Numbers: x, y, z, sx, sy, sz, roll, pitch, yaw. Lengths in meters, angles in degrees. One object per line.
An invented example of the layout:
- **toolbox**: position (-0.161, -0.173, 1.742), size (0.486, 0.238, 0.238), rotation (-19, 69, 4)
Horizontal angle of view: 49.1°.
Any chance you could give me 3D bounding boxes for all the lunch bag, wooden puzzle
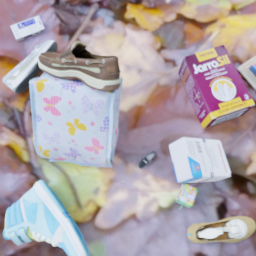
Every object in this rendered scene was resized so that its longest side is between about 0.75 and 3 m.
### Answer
- **lunch bag**: position (-1.535, -0.186, 8.620), size (2.450, 1.837, 2.889), rotation (7, 116, 4)
- **wooden puzzle**: position (5.463, -1.952, 9.978), size (2.318, 0.537, 2.147), rotation (-32, 75, -9)

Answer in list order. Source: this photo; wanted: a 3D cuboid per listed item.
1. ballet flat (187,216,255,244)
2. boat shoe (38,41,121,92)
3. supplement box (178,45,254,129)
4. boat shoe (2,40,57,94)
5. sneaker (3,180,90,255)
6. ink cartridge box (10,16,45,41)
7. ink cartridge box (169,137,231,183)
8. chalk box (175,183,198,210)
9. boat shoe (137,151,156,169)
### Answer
- **ballet flat**: position (2.868, 3.108, 8.354), size (2.157, 0.680, 0.740), rotation (-10, 73, -3)
- **boat shoe**: position (-1.329, -1.833, 7.534), size (2.717, 1.005, 1.004), rotation (19, 32, 24)
- **supplement box**: position (2.883, -1.358, 9.447), size (1.525, 1.202, 2.329), rotation (-19, 74, -6)
- **boat shoe**: position (-3.432, -2.282, 9.936), size (0.748, 0.859, 2.331), rotation (37, 83, 6)
- **sneaker**: position (-2.475, 3.103, 8.125), size (1.811, 1.103, 2.774), rotation (-36, 66, -15)
- **ink cartridge box**: position (-3.794, -3.783, 10.649), size (1.168, 0.229, 0.581), rotation (-23, 87, -6)
- **ink cartridge box**: position (2.181, 1.000, 8.503), size (1.669, 0.704, 1.219), rotation (7, 62, -34)
- **chalk box**: position (1.790, 2.198, 8.735), size (0.487, 0.490, 0.787), rotation (22, 75, 7)
- **boat shoe**: position (0.620, 1.053, 9.215), size (0.775, 0.234, 0.286), rotation (-38, 77, -11)
